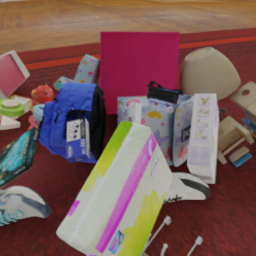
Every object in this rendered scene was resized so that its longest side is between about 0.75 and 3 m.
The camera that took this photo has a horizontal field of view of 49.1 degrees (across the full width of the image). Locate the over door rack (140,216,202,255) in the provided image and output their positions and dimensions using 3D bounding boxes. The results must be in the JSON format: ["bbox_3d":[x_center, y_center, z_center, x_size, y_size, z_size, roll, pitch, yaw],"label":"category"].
[{"bbox_3d":[1.034,2.922,7.004,1.087,0.490,1.471,26,45,33],"label":"over door rack"}]

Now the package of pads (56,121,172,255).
[{"bbox_3d":[-0.046,1.679,6.593,1.012,2.292,2.967,10,56,33],"label":"package of pads"}]

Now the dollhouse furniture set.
[{"bbox_3d":[4.258,0.151,10.396,2.836,1.998,1.987,-37,36,4],"label":"dollhouse furniture set"}]

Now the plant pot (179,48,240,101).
[{"bbox_3d":[2.948,-2.157,10.828,2.323,1.560,2.323,-21,25,10],"label":"plant pot"}]

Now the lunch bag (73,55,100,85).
[{"bbox_3d":[-1.660,-1.899,11.459,0.749,1.559,1.943,17,78,2],"label":"lunch bag"}]

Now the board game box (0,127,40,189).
[{"bbox_3d":[-2.352,0.611,5.869,0.947,0.197,1.401,-33,29,8],"label":"board game box"}]

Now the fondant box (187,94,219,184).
[{"bbox_3d":[2.347,0.356,8.574,0.672,1.665,2.308,1,65,21],"label":"fondant box"}]

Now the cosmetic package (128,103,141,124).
[{"bbox_3d":[0.178,-0.292,7.928,0.198,0.765,0.577,4,-1,-20],"label":"cosmetic package"}]

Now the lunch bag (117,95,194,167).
[{"bbox_3d":[1.066,0.085,9.486,2.687,2.279,1.708,-5,22,-14],"label":"lunch bag"}]

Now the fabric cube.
[{"bbox_3d":[0.370,-2.251,11.552,2.941,2.989,2.998,-1,12,0],"label":"fabric cube"}]

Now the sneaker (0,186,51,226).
[{"bbox_3d":[-3.450,2.312,7.703,2.781,1.079,1.200,2,44,17],"label":"sneaker"}]

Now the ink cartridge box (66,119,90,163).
[{"bbox_3d":[-1.337,0.323,7.475,0.547,0.257,1.164,-12,55,7],"label":"ink cartridge box"}]

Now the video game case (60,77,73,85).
[{"bbox_3d":[-2.389,-1.594,12.353,0.140,1.161,1.274,-25,-12,24],"label":"video game case"}]

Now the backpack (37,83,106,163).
[{"bbox_3d":[-1.716,-0.286,9.030,1.994,1.931,2.376,7,70,2],"label":"backpack"}]

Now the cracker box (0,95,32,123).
[{"bbox_3d":[-5.359,-0.856,12.722,1.148,0.494,1.714,16,36,22],"label":"cracker box"}]

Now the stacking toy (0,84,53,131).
[{"bbox_3d":[-4.058,-0.906,11.590,2.488,1.161,2.748,3,30,-31],"label":"stacking toy"}]

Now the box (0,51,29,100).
[{"bbox_3d":[-6.401,-2.393,13.652,1.770,1.508,2.769,-17,30,17],"label":"box"}]

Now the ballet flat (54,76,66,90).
[{"bbox_3d":[-3.739,-2.351,15.133,0.444,0.479,1.359,-17,24,23],"label":"ballet flat"}]

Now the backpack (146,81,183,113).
[{"bbox_3d":[0.831,-0.676,6.504,0.835,0.643,0.795,18,11,12],"label":"backpack"}]

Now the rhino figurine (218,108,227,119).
[{"bbox_3d":[3.907,-0.556,12.395,0.523,0.357,1.195,11,35,39],"label":"rhino figurine"}]

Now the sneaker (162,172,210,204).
[{"bbox_3d":[0.985,1.927,8.320,2.801,1.032,1.120,4,52,10],"label":"sneaker"}]
